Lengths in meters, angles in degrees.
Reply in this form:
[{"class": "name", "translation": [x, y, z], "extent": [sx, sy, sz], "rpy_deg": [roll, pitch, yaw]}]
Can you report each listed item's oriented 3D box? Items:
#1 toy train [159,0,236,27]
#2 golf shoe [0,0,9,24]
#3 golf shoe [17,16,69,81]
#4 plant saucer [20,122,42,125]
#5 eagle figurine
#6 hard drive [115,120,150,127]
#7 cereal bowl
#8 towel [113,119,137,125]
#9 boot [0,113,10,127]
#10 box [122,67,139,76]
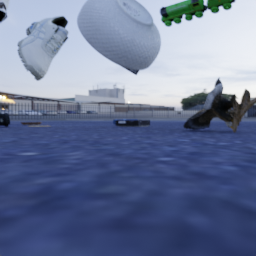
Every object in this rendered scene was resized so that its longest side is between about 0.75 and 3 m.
[{"class": "toy train", "translation": [1.618, -2.968, 6.885], "extent": [1.928, 0.402, 0.544], "rpy_deg": [-3, -26, 35]}, {"class": "golf shoe", "translation": [-4.233, -3.851, 9.264], "extent": [0.792, 1.676, 0.652], "rpy_deg": [8, -31, 16]}, {"class": "golf shoe", "translation": [-2.619, -2.774, 9.019], "extent": [1.415, 2.910, 1.139], "rpy_deg": [-21, -42, 17]}, {"class": "plant saucer", "translation": [-5.337, -0.238, 15.435], "extent": [1.124, 0.180, 1.124], "rpy_deg": [1, 2, 0]}, {"class": "eagle figurine", "translation": [2.314, -0.489, 7.273], "extent": [1.515, 1.507, 1.997], "rpy_deg": [-11, 16, -15]}, {"class": "hard drive", "translation": [0.239, -0.206, 12.316], "extent": [1.097, 0.297, 1.570], "rpy_deg": [1, 2, 20]}, {"class": "cereal bowl", "translation": [-0.067, -2.776, 7.576], "extent": [2.477, 2.477, 1.032], "rpy_deg": [-1, -34, -41]}, {"class": "towel", "translation": [-0.172, -0.316, 15.634], "extent": [1.341, 0.325, 0.749], "rpy_deg": [-1, 1, -6]}, {"class": "boot", "translation": [-5.438, -0.276, 11.108], "extent": [1.300, 0.587, 1.586], "rpy_deg": [-6, 4, -27]}, {"class": "box", "translation": [0.035, -3.703, 13.697], "extent": [1.735, 1.580, 0.903], "rpy_deg": [22, 17, -40]}]
